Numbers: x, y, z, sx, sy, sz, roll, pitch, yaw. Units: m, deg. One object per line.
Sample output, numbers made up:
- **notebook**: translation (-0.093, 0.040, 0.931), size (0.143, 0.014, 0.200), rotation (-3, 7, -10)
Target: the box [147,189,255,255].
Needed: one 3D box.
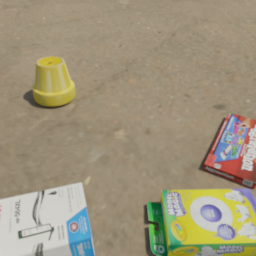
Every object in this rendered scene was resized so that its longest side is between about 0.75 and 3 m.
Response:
- **box**: translation (1.763, 2.174, 6.565), size (2.576, 0.623, 1.511), rotation (-3, 38, 0)

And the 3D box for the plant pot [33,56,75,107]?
- **plant pot**: translation (-2.870, -1.833, 10.634), size (1.584, 1.490, 1.584), rotation (1, 35, 0)

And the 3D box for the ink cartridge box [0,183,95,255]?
- **ink cartridge box**: translation (-1.933, 2.263, 6.241), size (2.120, 0.894, 1.548), rotation (-10, 41, -12)

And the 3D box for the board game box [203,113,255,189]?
- **board game box**: translation (3.511, 0.562, 8.784), size (1.474, 0.278, 2.863), rotation (20, 44, 21)
